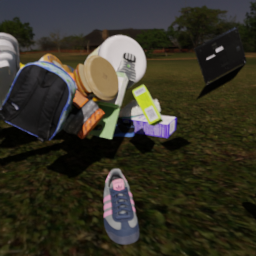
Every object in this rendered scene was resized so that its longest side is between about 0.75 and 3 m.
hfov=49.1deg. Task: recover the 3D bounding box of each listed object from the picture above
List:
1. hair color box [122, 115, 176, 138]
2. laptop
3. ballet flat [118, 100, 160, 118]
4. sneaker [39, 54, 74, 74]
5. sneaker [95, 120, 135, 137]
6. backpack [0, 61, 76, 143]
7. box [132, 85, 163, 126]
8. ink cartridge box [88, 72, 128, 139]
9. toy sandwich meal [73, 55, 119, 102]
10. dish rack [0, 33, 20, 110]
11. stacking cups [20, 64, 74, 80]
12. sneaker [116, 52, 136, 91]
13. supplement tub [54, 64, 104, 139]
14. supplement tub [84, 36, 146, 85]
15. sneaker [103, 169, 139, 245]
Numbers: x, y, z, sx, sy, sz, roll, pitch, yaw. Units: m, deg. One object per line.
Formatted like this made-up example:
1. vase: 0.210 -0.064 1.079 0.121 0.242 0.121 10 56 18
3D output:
1. hair color box: 1.049 -0.170 13.983 2.391 0.775 1.307 10 21 25
2. laptop: 2.255 -1.607 7.193 1.299 1.466 0.757 -30 21 -12
3. ballet flat: 0.542 -1.055 14.386 2.608 0.936 0.936 -10 20 -35
4. sneaker: -3.085 -2.304 12.487 1.044 2.368 0.891 -28 50 23
5. sneaker: -0.657 0.008 13.421 1.955 0.762 0.686 -2 19 -6
6. backpack: -1.936 -0.699 6.379 1.409 1.540 1.131 28 19 -4
7. box: 0.722 -0.691 9.683 0.481 1.231 2.019 -27 -5 8
8. ink cartridge box: -0.993 -0.824 9.049 1.517 2.085 0.500 12 -12 18
9. toy sandwich meal: -0.877 -1.387 8.099 0.518 1.513 1.513 -17 5 37
10. dish rack: -3.804 -0.873 6.918 2.506 2.920 0.636 -22 69 -27
11. stacking cups: -3.047 -2.065 11.524 2.729 0.826 0.826 4 16 -17
12. sneaker: -0.173 -1.786 10.294 0.723 1.113 1.928 21 50 -9
13. supplement tub: -1.837 -0.749 8.289 2.161 1.324 1.324 42 23 -1
14. supplement tub: -0.763 -2.663 12.605 2.114 2.114 2.916 -10 0 -27
15. sneaker: -0.264 1.916 7.228 0.838 0.979 2.388 -4 19 -12
